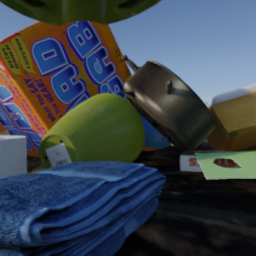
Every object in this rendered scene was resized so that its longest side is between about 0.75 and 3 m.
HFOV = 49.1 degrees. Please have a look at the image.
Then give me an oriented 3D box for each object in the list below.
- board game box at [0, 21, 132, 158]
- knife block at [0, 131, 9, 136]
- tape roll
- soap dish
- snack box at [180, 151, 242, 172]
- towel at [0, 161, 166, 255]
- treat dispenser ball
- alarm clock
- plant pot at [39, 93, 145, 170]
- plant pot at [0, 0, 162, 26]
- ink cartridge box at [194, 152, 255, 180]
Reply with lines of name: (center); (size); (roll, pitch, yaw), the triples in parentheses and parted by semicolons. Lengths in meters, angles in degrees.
board game box: (-1.990, -1.184, 7.319); (2.857, 2.854, 2.855); (1, 38, 45)
knife block: (-3.258, 0.533, 6.044); (1.352, 0.493, 1.540); (-17, -3, -36)
tape roll: (-1.926, 0.492, 3.771); (1.068, 0.733, 1.068); (0, 1, 0)
soap dish: (2.551, -0.079, 5.902); (1.611, 0.831, 2.047); (-16, -26, 8)
snack box: (2.490, 0.652, 5.292); (2.884, 0.351, 1.037); (0, 0, 18)
towel: (-0.551, 0.612, 2.245); (1.252, 0.544, 2.242); (0, 1, 21)
treat dispenser ball: (0.678, -0.539, 9.256); (2.595, 2.595, 2.595); (0, 1, 0)
alarm clock: (0.912, -0.219, 5.754); (2.806, 0.934, 1.892); (41, 2, -41)
plant pot: (-0.679, 0.247, 4.730); (1.476, 1.476, 1.578); (0, 14, 24)
plant pot: (-0.335, -1.678, 1.602); (1.916, 1.762, 1.916); (-10, -15, -3)
ink cartridge box: (2.454, 0.225, 3.944); (2.833, 0.679, 2.062); (1, 3, 10)
